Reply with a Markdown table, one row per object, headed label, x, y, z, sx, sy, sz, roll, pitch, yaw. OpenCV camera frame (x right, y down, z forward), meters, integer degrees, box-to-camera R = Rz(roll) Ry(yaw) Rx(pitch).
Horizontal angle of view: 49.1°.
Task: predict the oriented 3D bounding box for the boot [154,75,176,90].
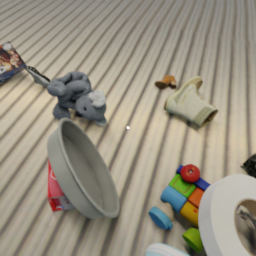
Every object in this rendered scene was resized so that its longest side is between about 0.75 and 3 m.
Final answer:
| label | x | y | z | sx | sy | sz | roll | pitch | yaw |
| --- | --- | --- | --- | --- | --- | --- | --- | --- | --- |
| boot | 1.278 | -1.627 | 9.749 | 0.809 | 0.298 | 0.626 | 8 | 44 | -9 |

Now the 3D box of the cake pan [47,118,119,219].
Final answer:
| label | x | y | z | sx | sy | sz | roll | pitch | yaw |
| --- | --- | --- | --- | --- | --- | --- | --- | --- | --- |
| cake pan | -0.933 | 0.889 | 5.917 | 0.425 | 2.315 | 2.315 | -29 | 46 | 6 |

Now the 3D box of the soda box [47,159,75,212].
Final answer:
| label | x | y | z | sx | sy | sz | roll | pitch | yaw |
| --- | --- | --- | --- | --- | --- | --- | --- | --- | --- |
| soda box | -1.595 | 1.030 | 6.734 | 0.576 | 0.636 | 1.817 | -7 | 45 | -8 |

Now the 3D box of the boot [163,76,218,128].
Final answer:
| label | x | y | z | sx | sy | sz | roll | pitch | yaw |
| --- | --- | --- | --- | --- | --- | --- | --- | --- | --- |
| boot | 2.160 | -0.812 | 8.641 | 1.416 | 0.660 | 1.831 | 32 | 55 | 28 |

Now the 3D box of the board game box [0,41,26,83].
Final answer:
| label | x | y | z | sx | sy | sz | roll | pitch | yaw |
| --- | --- | --- | --- | --- | --- | --- | --- | --- | --- |
| board game box | -4.544 | -2.129 | 9.655 | 1.702 | 0.295 | 1.153 | -35 | 77 | -16 |

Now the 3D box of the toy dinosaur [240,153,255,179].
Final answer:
| label | x | y | z | sx | sy | sz | roll | pitch | yaw |
| --- | --- | --- | --- | --- | --- | --- | --- | --- | --- |
| toy dinosaur | 3.484 | 1.068 | 6.559 | 1.991 | 1.017 | 1.351 | -19 | 60 | -47 |

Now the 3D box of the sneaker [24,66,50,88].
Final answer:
| label | x | y | z | sx | sy | sz | roll | pitch | yaw |
| --- | --- | --- | --- | --- | --- | --- | --- | --- | --- |
| sneaker | -3.073 | -1.694 | 9.383 | 0.390 | 0.983 | 0.363 | -38 | 39 | 15 |

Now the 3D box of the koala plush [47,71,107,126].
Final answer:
| label | x | y | z | sx | sy | sz | roll | pitch | yaw |
| --- | --- | --- | --- | --- | --- | --- | --- | --- | --- |
| koala plush | -1.236 | -0.778 | 8.056 | 1.578 | 1.399 | 1.450 | 32 | 55 | 23 |

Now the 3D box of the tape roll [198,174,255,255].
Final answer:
| label | x | y | z | sx | sy | sz | roll | pitch | yaw |
| --- | --- | --- | --- | --- | --- | --- | --- | --- | --- |
| tape roll | 2.141 | 1.812 | 4.890 | 2.042 | 0.373 | 2.042 | 15 | 54 | -22 |

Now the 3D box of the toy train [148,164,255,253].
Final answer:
| label | x | y | z | sx | sy | sz | roll | pitch | yaw |
| --- | --- | --- | --- | --- | --- | --- | --- | --- | --- |
| toy train | 1.670 | 1.935 | 5.663 | 2.380 | 1.007 | 1.377 | 35 | 66 | 27 |

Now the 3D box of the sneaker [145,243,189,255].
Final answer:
| label | x | y | z | sx | sy | sz | roll | pitch | yaw |
| --- | --- | --- | --- | --- | --- | --- | --- | --- | --- |
| sneaker | 0.909 | 3.089 | 4.387 | 2.447 | 0.973 | 1.598 | 29 | 53 | 32 |
